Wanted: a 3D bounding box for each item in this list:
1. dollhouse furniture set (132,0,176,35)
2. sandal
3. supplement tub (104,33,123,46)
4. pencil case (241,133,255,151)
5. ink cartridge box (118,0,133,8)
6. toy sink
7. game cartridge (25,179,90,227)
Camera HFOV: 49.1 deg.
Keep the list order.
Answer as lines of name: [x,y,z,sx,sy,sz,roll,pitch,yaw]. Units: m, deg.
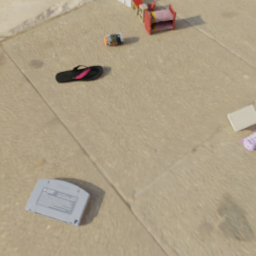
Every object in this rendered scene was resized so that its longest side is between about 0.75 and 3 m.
dollhouse furniture set: [1.284,-6.077,14.498,1.405,1.062,2.612,-16,57,-11]
sandal: [-2.170,-2.427,12.378,2.148,0.484,0.807,-11,57,-7]
supplement tub: [-0.700,-4.277,13.606,0.861,0.528,0.528,-12,57,-8]
pencil case: [4.842,0.374,10.484,1.247,0.523,0.533,-27,45,-19]
ink cartridge box: [-0.096,-7.335,15.487,1.166,0.843,0.491,39,64,23]
toy sink: [4.303,-0.312,10.738,1.105,0.619,0.720,-23,81,-11]
game cartridge: [-2.266,2.380,9.224,1.861,0.377,1.241,15,61,10]
